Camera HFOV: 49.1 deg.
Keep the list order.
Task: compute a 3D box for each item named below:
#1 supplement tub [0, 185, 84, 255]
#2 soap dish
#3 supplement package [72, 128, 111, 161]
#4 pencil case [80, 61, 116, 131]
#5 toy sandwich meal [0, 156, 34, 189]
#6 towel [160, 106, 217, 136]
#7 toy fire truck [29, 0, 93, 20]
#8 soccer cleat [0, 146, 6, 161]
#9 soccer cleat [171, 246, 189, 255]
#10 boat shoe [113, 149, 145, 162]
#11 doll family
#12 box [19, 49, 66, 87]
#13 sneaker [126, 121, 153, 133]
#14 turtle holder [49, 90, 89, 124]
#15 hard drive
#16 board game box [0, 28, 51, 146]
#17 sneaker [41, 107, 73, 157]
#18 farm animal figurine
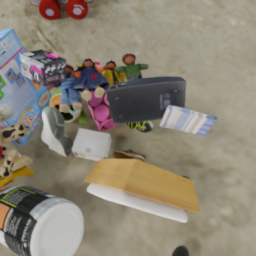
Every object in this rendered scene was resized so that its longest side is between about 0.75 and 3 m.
[{"bbox_3d":[-2.441,2.319,6.992,2.523,1.546,1.546,5,57,41],"label":"supplement tub"},{"bbox_3d":[0.239,1.452,6.952,1.995,2.536,1.030,22,75,-23],"label":"soap dish"},{"bbox_3d":[-1.115,0.546,8.713,1.006,0.558,0.784,11,67,7],"label":"supplement package"},{"bbox_3d":[-0.927,-1.061,9.330,1.037,1.005,2.215,-31,78,31],"label":"pencil case"},{"bbox_3d":[-3.580,1.367,7.853,1.965,1.965,0.673,-15,97,-8],"label":"toy sandwich meal"},{"bbox_3d":[1.435,-0.137,6.831,1.216,0.893,0.145,13,58,-2],"label":"towel"},{"bbox_3d":[-2.774,-5.809,11.327,2.772,2.328,1.554,-2,63,-1],"label":"toy fire truck"},{"bbox_3d":[-4.477,0.243,8.296,0.942,2.211,0.759,-13,40,-1],"label":"soccer cleat"},{"bbox_3d":[1.346,3.850,7.192,0.531,0.570,1.558,-2,70,24],"label":"soccer cleat"},{"bbox_3d":[0.048,0.889,9.007,1.054,0.380,0.379,9,32,16],"label":"boat shoe"},{"bbox_3d":[-0.896,-1.437,8.305,2.984,1.171,1.725,-4,58,-15],"label":"doll family"},{"bbox_3d":[-2.297,-1.625,7.553,1.118,0.641,0.738,27,37,32],"label":"box"},{"bbox_3d":[0.405,-0.232,8.974,0.543,0.536,1.421,-33,25,-19],"label":"sneaker"},{"bbox_3d":[-2.004,-0.601,9.312,1.025,1.349,0.958,-17,46,4],"label":"turtle holder"},{"bbox_3d":[0.481,-0.726,7.255,1.948,1.314,0.412,-7,48,2],"label":"hard drive"},{"bbox_3d":[-3.449,-1.173,8.419,0.511,2.792,2.112,-1,44,25],"label":"board game box"},{"bbox_3d":[-2.287,0.155,8.379,0.801,2.000,0.703,11,50,15],"label":"sneaker"},{"bbox_3d":[-2.357,0.262,5.302,1.148,0.605,1.161,-45,107,-30],"label":"farm animal figurine"}]
